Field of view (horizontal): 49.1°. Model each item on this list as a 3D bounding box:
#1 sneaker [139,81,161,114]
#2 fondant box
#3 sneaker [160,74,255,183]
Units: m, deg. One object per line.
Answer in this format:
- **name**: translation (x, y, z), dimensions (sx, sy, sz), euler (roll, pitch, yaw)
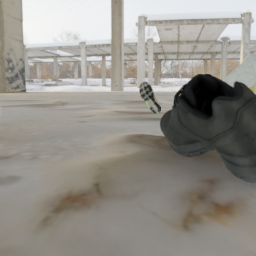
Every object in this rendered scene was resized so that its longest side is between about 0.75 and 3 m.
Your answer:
- **sneaker**: translation (0.836, -1.178, 11.084), dimensions (0.533, 1.384, 0.588), euler (-25, 10, 7)
- **fondant box**: translation (3.131, -1.026, 7.615), dimensions (0.485, 1.201, 1.665), euler (16, -42, -28)
- **sneaker**: translation (1.098, -0.204, 4.047), dimensions (1.031, 1.233, 2.716), euler (-42, 15, -11)
